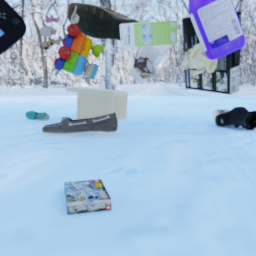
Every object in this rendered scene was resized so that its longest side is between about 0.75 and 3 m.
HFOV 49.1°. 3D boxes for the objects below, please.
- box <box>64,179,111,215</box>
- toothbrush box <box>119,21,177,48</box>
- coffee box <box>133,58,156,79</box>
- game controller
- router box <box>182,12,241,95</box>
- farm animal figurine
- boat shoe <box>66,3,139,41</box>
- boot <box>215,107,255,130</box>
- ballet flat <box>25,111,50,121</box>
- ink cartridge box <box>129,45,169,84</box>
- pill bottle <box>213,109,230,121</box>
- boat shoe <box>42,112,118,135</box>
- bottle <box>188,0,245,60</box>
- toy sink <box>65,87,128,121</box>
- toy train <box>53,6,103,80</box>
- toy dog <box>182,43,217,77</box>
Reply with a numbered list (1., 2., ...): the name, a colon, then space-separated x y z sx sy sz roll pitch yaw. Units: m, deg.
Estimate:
1. box: -0.614 0.979 4.080 0.590 0.172 0.862 -2 9 -14
2. toothbrush box: 0.466 -2.290 6.839 1.290 0.555 0.939 -6 19 -2
3. coffee box: 0.580 -2.022 9.578 0.494 0.349 0.874 1 -16 25
4. game controller: -4.170 -2.250 7.250 2.978 1.553 0.627 -47 16 -17
5. router box: 3.204 -2.876 10.900 0.740 2.900 2.163 -24 28 -36
6. farm animal figurine: -2.465 -3.227 10.176 1.519 1.227 0.764 9 39 -46
7. boat shoe: -0.779 -3.443 9.168 2.563 0.970 0.947 7 33 -33
8. boot: 4.721 -0.394 11.218 1.952 0.746 1.640 -13 11 -31
9. ballet flat: -4.481 -0.552 13.867 1.380 0.465 0.440 5 -17 27
10. ink cartridge box: 0.792 -2.482 10.415 0.606 1.440 1.041 39 37 6
11. pill bottle: 4.628 -0.623 13.542 0.947 0.551 0.551 -2 9 -3
12. boat shoe: -1.665 -0.168 9.783 2.647 0.754 0.885 0 8 -3
13. bottle: 1.730 -2.533 5.922 0.870 2.082 0.680 -26 11 1
14. toy sink: -1.596 -1.166 13.991 2.709 1.518 1.766 8 11 19
15. toy train: -1.160 -2.284 7.500 1.129 1.951 0.826 21 -20 -18
16. toy dog: 2.256 -2.357 9.150 0.932 1.295 1.336 21 -1 -12
